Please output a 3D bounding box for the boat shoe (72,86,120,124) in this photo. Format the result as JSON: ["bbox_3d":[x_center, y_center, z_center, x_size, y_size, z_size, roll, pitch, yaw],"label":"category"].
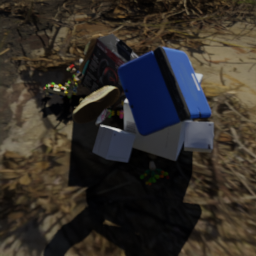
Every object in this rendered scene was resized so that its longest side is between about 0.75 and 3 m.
[{"bbox_3d":[-1.144,-0.802,9.496,1.935,0.709,0.606,-35,43,-29],"label":"boat shoe"}]

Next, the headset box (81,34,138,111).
[{"bbox_3d":[-0.633,-2.431,11.952,2.051,2.760,1.035,43,46,10],"label":"headset box"}]

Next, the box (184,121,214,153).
[{"bbox_3d":[1.983,0.257,7.897,0.781,0.511,0.777,4,75,12],"label":"box"}]

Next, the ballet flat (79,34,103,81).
[{"bbox_3d":[-1.899,-3.443,13.679,0.881,2.434,0.826,32,14,34],"label":"ballet flat"}]

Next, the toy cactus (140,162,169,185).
[{"bbox_3d":[0.886,1.549,9.652,0.964,0.493,0.796,-14,49,10],"label":"toy cactus"}]

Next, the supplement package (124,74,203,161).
[{"bbox_3d":[1.389,-0.704,11.101,2.194,2.210,2.912,17,45,17],"label":"supplement package"}]

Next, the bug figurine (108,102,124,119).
[{"bbox_3d":[-0.541,-0.842,12.130,1.296,1.005,0.334,3,36,2],"label":"bug figurine"}]

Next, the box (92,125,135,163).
[{"bbox_3d":[-0.501,0.569,9.945,1.049,1.054,0.903,15,1,-40],"label":"box"}]

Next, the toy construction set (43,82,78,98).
[{"bbox_3d":[-3.281,-1.854,13.377,1.628,0.750,1.067,0,32,0],"label":"toy construction set"}]

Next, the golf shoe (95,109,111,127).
[{"bbox_3d":[-1.092,-0.431,11.148,0.454,0.358,0.985,43,41,-9],"label":"golf shoe"}]

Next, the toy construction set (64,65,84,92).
[{"bbox_3d":[-2.566,-2.204,12.827,0.935,1.122,0.862,-6,29,32],"label":"toy construction set"}]

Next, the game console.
[{"bbox_3d":[1.282,-1.264,9.841,2.318,1.607,2.716,-4,70,-44],"label":"game console"}]
